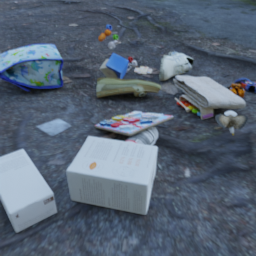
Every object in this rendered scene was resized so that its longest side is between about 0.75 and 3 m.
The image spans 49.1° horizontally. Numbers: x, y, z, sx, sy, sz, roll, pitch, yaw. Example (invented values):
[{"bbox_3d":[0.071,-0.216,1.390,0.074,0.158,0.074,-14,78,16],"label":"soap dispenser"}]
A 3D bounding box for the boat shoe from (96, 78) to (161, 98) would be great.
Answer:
[{"bbox_3d":[0.016,-1.599,11.797,2.689,0.846,0.981,4,4,-4],"label":"boat shoe"}]

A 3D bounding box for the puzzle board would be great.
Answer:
[{"bbox_3d":[0.116,-0.235,9.421,1.738,0.201,2.306,-22,18,-29],"label":"puzzle board"}]

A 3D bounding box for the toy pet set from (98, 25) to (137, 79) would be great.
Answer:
[{"bbox_3d":[-0.391,-3.398,13.151,1.209,2.276,2.125,3,55,43],"label":"toy pet set"}]

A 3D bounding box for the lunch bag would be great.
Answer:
[{"bbox_3d":[-4.403,-2.745,12.539,2.645,1.686,2.249,-5,32,-23],"label":"lunch bag"}]

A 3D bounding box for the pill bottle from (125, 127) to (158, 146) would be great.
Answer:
[{"bbox_3d":[0.380,0.458,8.623,0.753,0.753,1.322,16,33,23],"label":"pill bottle"}]

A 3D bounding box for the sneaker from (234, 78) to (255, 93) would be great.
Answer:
[{"bbox_3d":[5.287,-1.865,12.404,1.198,0.451,0.470,23,45,34],"label":"sneaker"}]

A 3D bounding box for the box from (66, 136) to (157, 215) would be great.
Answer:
[{"bbox_3d":[-0.346,1.175,7.285,1.988,1.057,1.513,8,35,12],"label":"box"}]

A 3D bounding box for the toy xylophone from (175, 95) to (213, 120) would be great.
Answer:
[{"bbox_3d":[2.505,-0.888,10.928,1.197,0.411,1.636,-9,35,-16],"label":"toy xylophone"}]

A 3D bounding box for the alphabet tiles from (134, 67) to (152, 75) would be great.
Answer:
[{"bbox_3d":[0.772,-2.934,14.302,0.890,0.066,0.910,7,35,9],"label":"alphabet tiles"}]

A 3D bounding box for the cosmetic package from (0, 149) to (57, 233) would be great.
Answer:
[{"bbox_3d":[-2.745,1.496,7.104,1.064,0.775,2.093,-22,41,-28],"label":"cosmetic package"}]

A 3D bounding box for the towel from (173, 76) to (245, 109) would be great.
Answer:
[{"bbox_3d":[3.138,-1.490,11.164,1.846,0.480,2.785,-2,30,-23],"label":"towel"}]

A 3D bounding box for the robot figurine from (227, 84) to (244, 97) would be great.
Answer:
[{"bbox_3d":[4.720,-1.641,12.176,0.729,0.293,1.006,7,34,7],"label":"robot figurine"}]

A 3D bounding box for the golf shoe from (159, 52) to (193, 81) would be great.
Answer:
[{"bbox_3d":[2.354,-3.011,13.504,1.333,1.073,2.741,13,37,22],"label":"golf shoe"}]

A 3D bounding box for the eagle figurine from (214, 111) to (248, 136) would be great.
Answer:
[{"bbox_3d":[3.380,-0.176,9.228,0.888,1.171,0.884,-41,70,3],"label":"eagle figurine"}]
